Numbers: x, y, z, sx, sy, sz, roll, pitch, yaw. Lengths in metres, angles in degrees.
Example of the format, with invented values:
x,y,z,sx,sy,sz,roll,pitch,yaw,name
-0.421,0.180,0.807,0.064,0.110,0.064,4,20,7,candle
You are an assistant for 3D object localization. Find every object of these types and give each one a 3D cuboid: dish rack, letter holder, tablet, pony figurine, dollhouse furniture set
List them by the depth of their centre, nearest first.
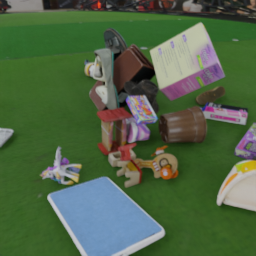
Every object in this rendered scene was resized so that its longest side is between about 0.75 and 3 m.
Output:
x,y,z,sx,sy,sz,roll,pitch,yaw,name
-0.623,1.946,6.355,1.712,0.180,2.631,-13,24,-30,tablet
-1.830,1.128,7.721,1.001,0.834,0.966,13,37,-8,pony figurine
-0.102,0.461,8.267,0.963,1.275,2.369,-11,31,-23,dollhouse furniture set
-4.530,0.397,9.447,0.974,0.247,1.135,5,29,7,dish rack
-0.407,-1.961,10.647,1.703,2.397,1.205,54,25,19,letter holder

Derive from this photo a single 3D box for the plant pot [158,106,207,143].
x,y,z,sx,sy,sz,roll,pitch,yaw,name
1.705,-0.029,9.104,1.228,1.240,1.240,-8,30,-13,plant pot

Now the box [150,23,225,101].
x,y,z,sx,sy,sz,roll,pitch,yaw,name
1.937,-2.181,9.440,1.971,0.953,1.734,-24,59,24,box

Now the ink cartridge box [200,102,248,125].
x,y,z,sx,sy,sz,roll,pitch,yaw,name
3.674,-0.624,11.237,2.061,0.382,0.976,9,30,21,ink cartridge box

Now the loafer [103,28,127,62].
x,y,z,sx,sy,sz,roll,pitch,yaw,name
-0.419,-3.128,12.020,0.835,2.325,0.731,-16,20,40,loafer

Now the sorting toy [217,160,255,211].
x,y,z,sx,sy,sz,roll,pitch,yaw,name
3.601,1.310,7.173,2.375,1.269,2.138,9,11,16,sorting toy

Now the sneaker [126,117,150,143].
x,y,z,sx,sy,sz,roll,pitch,yaw,name
0.174,-0.026,9.735,0.855,0.778,1.933,3,20,-21,sneaker

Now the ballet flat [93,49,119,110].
x,y,z,sx,sy,sz,roll,pitch,yaw,name
-0.818,-1.537,9.636,0.744,2.336,0.787,-6,0,-18,ballet flat

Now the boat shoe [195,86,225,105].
x,y,z,sx,sy,sz,roll,pitch,yaw,name
3.618,-1.397,12.535,1.588,0.572,0.536,-24,3,-24,boat shoe

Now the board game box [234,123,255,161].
x,y,z,sx,sy,sz,roll,pitch,yaw,name
4.467,0.514,9.197,1.288,0.347,2.146,23,36,29,board game box

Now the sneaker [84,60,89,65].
x,y,z,sx,sy,sz,roll,pitch,yaw,name
-2.558,-4.130,17.607,0.306,0.369,0.772,-10,30,-17,sneaker

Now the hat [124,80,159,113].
x,y,z,sx,sy,sz,roll,pitch,yaw,name
0.589,-1.131,8.724,1.486,0.600,1.486,33,28,-20,hat

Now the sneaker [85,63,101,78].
x,y,z,sx,sy,sz,roll,pitch,yaw,name
-1.206,-3.452,15.847,1.167,0.971,2.590,20,43,32,sneaker

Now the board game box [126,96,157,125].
x,y,z,sx,sy,sz,roll,pitch,yaw,name
0.368,-0.507,7.768,0.578,0.192,0.859,-7,58,-33,board game box

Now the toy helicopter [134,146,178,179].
x,y,z,sx,sy,sz,roll,pitch,yaw,name
0.740,0.962,7.896,1.342,0.887,0.529,-3,-6,31,toy helicopter
